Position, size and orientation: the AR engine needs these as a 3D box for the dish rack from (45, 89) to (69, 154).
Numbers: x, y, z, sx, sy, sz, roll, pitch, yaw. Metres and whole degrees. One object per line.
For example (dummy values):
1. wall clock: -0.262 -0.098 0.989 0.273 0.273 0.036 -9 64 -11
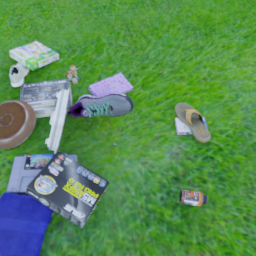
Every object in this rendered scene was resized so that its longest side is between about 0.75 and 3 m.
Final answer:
1. dish rack: -2.819 -0.339 11.113 0.498 1.965 2.289 13 41 -14

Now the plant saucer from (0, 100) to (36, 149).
1. plant saucer: -5.084 -0.244 11.853 2.309 0.398 2.309 -3 66 7

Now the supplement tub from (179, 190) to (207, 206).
1. supplement tub: 2.344 2.528 10.062 0.932 0.498 0.498 7 54 1

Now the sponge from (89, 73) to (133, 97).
1. sponge: -0.811 -1.869 13.241 1.846 0.275 1.030 -28 71 -27

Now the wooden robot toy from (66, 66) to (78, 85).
1. wooden robot toy: -2.815 -2.813 13.965 0.587 0.604 1.332 -6 53 -5

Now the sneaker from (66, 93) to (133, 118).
1. sneaker: -1.187 -0.727 11.686 2.881 1.072 1.261 1 32 34

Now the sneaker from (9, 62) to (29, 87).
1. sneaker: -5.415 -2.873 13.856 0.676 0.822 1.786 -4 50 -1

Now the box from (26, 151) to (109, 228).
1. box: -2.073 2.106 9.872 2.294 0.508 1.838 31 47 5

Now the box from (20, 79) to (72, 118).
1. box: -3.760 -1.354 12.912 2.256 0.545 1.786 -9 54 -6

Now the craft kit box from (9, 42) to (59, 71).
1. craft kit box: -4.884 -3.791 14.608 1.767 0.429 1.745 31 49 21

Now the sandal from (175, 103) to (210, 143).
1. sandal: 2.778 -0.342 11.836 0.868 0.584 2.162 -20 57 -14

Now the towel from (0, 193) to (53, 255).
1. towel: -3.665 3.521 9.301 1.982 0.665 2.684 3 52 7

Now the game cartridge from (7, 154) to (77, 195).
1. game cartridge: -3.232 1.748 10.721 2.443 0.469 1.584 -2 58 -1

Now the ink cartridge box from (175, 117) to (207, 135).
1. ink cartridge box: 2.727 -0.092 12.165 1.286 0.270 0.767 -4 53 0
